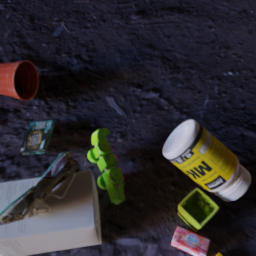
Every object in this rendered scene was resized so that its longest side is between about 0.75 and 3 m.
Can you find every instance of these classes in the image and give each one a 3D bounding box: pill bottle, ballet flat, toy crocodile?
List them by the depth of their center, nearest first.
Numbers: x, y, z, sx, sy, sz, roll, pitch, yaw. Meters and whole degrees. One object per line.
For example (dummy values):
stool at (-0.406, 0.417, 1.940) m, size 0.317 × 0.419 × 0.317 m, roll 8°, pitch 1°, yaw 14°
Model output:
ballet flat at (-2.127, 1.657, 7.103) m, size 0.892 × 0.892 × 2.479 m, roll 31°, pitch 59°, yaw 21°
pill bottle at (2.441, 1.047, 8.649) m, size 2.534 × 1.448 × 1.448 m, roll 39°, pitch 57°, yaw -10°
toy crocodile at (-0.660, 1.232, 9.330) m, size 0.812 × 0.888 × 2.630 m, roll -7°, pitch 63°, yaw -36°

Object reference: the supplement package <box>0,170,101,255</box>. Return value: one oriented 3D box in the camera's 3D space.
supplement package at (-2.287, 2.488, 8.003) m, size 2.852 × 1.673 × 1.667 m, roll -6°, pitch 51°, yaw -4°

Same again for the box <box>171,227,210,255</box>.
box at (1.795, 3.333, 8.127) m, size 0.978 × 0.502 × 0.463 m, roll 19°, pitch 55°, yaw 15°

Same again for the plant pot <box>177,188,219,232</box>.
plant pot at (2.074, 2.540, 8.516) m, size 0.896 × 0.817 × 0.901 m, roll -35°, pitch 60°, yaw -24°

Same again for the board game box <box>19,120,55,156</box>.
board game box at (-3.304, 0.338, 10.244) m, size 0.983 × 0.205 × 1.454 m, roll -5°, pitch 48°, yaw 10°

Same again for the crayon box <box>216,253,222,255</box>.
crayon box at (2.615, 4.152, 7.631) m, size 0.894 × 0.302 × 1.036 m, roll -38°, pitch 62°, yaw -24°

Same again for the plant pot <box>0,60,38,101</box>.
plant pot at (-4.847, -1.979, 11.517) m, size 1.598 × 1.643 × 1.643 m, roll 7°, pitch 53°, yaw 16°
